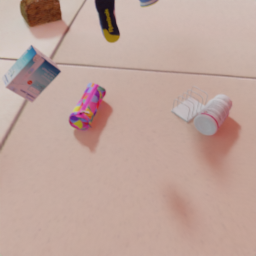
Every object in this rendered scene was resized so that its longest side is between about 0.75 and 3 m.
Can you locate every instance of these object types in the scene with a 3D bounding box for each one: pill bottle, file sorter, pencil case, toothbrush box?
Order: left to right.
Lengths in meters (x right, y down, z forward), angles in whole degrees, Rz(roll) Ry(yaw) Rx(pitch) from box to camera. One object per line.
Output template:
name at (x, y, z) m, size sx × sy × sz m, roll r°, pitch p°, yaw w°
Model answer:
toothbrush box at (-1.679, -0.923, 4.870) m, size 0.803 × 0.588 × 0.342 m, roll -43°, pitch 51°, yaw 8°
pencil case at (-1.426, -0.783, 9.984) m, size 0.865 × 0.865 × 1.956 m, roll 10°, pitch 47°, yaw 9°
file sorter at (2.242, -0.893, 10.171) m, size 1.110 × 0.691 × 0.770 m, roll -35°, pitch 55°, yaw -27°
pill bottle at (2.978, -0.487, 9.686) m, size 0.836 × 0.836 × 1.474 m, roll 29°, pitch 54°, yaw 25°

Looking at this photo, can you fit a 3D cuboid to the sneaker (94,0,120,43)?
sneaker at (-0.603, -3.137, 7.699) m, size 0.574 × 1.553 × 0.639 m, roll -9°, pitch 19°, yaw -5°

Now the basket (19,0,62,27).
basket at (-4.715, -6.462, 14.875) m, size 1.968 × 1.405 × 1.466 m, roll -22°, pitch 52°, yaw -20°

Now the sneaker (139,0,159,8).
sneaker at (0.534, -5.028, 9.196) m, size 0.860 × 0.957 × 2.326 m, roll -18°, pitch 55°, yaw 17°
